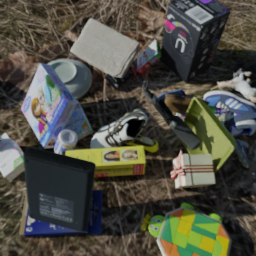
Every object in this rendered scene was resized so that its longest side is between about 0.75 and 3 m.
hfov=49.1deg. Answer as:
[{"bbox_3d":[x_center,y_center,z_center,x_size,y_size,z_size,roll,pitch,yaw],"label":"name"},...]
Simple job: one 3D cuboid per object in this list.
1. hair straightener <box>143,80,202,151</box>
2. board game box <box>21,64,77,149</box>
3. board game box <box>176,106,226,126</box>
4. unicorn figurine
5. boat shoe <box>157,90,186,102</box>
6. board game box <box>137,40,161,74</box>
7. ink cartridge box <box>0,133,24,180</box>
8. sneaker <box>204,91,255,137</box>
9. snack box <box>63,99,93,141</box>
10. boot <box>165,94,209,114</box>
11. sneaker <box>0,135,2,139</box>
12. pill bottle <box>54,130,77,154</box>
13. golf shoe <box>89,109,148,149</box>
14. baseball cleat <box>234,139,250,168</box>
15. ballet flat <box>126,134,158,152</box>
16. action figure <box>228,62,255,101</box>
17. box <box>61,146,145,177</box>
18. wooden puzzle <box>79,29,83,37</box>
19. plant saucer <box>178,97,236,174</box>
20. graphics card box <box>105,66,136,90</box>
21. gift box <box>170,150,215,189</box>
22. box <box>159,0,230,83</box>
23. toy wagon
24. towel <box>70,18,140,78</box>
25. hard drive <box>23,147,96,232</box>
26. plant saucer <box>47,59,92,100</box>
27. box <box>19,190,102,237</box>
[{"bbox_3d":[1.385,-0.375,8.810,0.568,1.069,2.778,-37,102,6],"label":"hair straightener"},{"bbox_3d":[-2.880,-0.771,9.923,0.442,2.149,2.144,-2,44,-49],"label":"board game box"},{"bbox_3d":[2.594,-0.312,10.285,1.662,0.871,0.856,13,57,8],"label":"board game box"},{"bbox_3d":[4.330,-1.568,10.636,1.296,0.697,1.887,-25,43,-23],"label":"unicorn figurine"},{"bbox_3d":[1.687,-1.128,10.991,1.414,0.595,0.485,-24,57,-12],"label":"boat shoe"},{"bbox_3d":[0.859,-3.000,11.843,0.247,1.224,0.937,26,47,-30],"label":"board game box"},{"bbox_3d":[-4.090,0.963,9.600,0.833,0.479,1.423,-39,65,-5],"label":"ink cartridge box"},{"bbox_3d":[3.754,-0.449,10.385,2.093,0.843,1.533,19,54,5],"label":"sneaker"},{"bbox_3d":[-2.080,-0.235,10.365,1.076,0.401,1.513,-29,61,-1],"label":"snack box"},{"bbox_3d":[2.055,-0.812,9.855,1.652,0.608,0.623,5,98,-12],"label":"boot"},{"bbox_3d":[-4.737,0.567,9.288,1.489,0.526,0.738,-7,67,32],"label":"sneaker"},{"bbox_3d":[-2.131,0.599,9.429,0.620,1.106,0.620,14,51,-19],"label":"pill bottle"},{"bbox_3d":[-0.375,0.211,9.446,2.384,1.127,0.927,-38,101,4],"label":"golf shoe"},{"bbox_3d":[4.059,0.847,9.832,0.595,0.390,1.118,-18,60,-11],"label":"baseball cleat"},{"bbox_3d":[0.359,0.417,10.024,1.554,0.521,0.519,20,64,13],"label":"ballet flat"},{"bbox_3d":[4.703,-1.858,11.217,1.215,1.043,2.044,15,56,0],"label":"action figure"},{"bbox_3d":[-0.807,1.165,9.278,2.695,1.014,0.675,-3,58,-4],"label":"box"},{"bbox_3d":[-1.828,-4.157,13.227,0.993,0.118,1.675,-5,57,-3],"label":"wooden puzzle"},{"bbox_3d":[2.562,0.338,9.088,0.499,2.083,2.080,-17,58,-20],"label":"plant saucer"},{"bbox_3d":[-0.315,-2.189,11.645,1.161,0.295,0.729,-42,86,-19],"label":"graphics card box"},{"bbox_3d":[1.987,1.329,8.988,1.111,1.098,1.190,-1,68,-11],"label":"gift box"},{"bbox_3d":[2.497,-3.551,11.148,1.541,2.905,1.776,-33,64,-19],"label":"box"},{"bbox_3d":[1.621,3.229,8.215,2.578,0.510,2.000,20,59,12],"label":"toy wagon"},{"bbox_3d":[-0.913,-3.195,11.304,2.533,0.437,1.679,32,90,11],"label":"towel"},{"bbox_3d":[-1.855,1.735,7.513,1.753,2.511,0.413,14,37,3],"label":"hard drive"},{"bbox_3d":[-2.733,-2.139,11.638,2.425,0.609,2.425,0,57,0],"label":"plant saucer"},{"bbox_3d":[-2.036,2.578,8.727,2.398,0.389,1.453,-1,57,-2],"label":"box"}]
